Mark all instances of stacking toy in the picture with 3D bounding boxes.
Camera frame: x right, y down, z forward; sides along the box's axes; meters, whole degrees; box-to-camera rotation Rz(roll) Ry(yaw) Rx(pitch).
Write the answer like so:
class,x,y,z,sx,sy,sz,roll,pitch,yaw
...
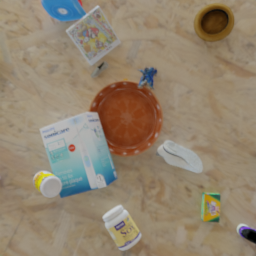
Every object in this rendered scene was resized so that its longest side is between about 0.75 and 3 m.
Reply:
class,x,y,z,sx,sy,sz,roll,pitch,yaw
stacking toy,-2.391,-5.717,11.073,1.445,1.528,2.632,1,76,19

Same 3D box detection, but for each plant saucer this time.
class,x,y,z,sx,sy,sz,roll,pitch,yaw
plant saucer,-0.104,-0.358,11.048,2.990,0.483,2.990,1,96,10

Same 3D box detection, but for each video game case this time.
class,x,y,z,sx,sy,sz,roll,pitch,yaw
video game case,-1.320,-3.557,10.971,1.550,0.195,1.703,-38,130,-1

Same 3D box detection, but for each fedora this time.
class,x,y,z,sx,sy,sz,roll,pitch,yaw
fedora,3.432,-4.179,11.312,1.613,0.658,1.613,0,92,6

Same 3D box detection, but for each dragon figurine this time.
class,x,y,z,sx,sy,sz,roll,pitch,yaw
dragon figurine,0.687,-1.976,10.659,0.590,2.004,0.997,-1,91,19

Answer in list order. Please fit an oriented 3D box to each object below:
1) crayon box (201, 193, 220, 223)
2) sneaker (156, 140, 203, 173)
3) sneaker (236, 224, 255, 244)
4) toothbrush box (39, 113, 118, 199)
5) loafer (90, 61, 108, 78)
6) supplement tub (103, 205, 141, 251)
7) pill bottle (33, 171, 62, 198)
class,x,y,z,sx,sy,sz,roll,pitch,yaw
crayon box,3.312,3.185,11.234,0.661,0.324,1.113,3,88,0
sneaker,2.067,1.245,11.145,1.957,0.748,0.788,32,128,-6
sneaker,5.158,4.348,10.935,1.657,0.824,0.576,18,88,-1
toothbrush box,-1.853,1.000,10.642,2.023,1.179,2.764,-17,87,17
loafer,-1.203,-2.371,11.362,0.872,0.304,0.305,-39,48,7
supplement tub,-0.258,3.845,10.836,1.026,1.026,1.412,-32,88,-1
pill bottle,-2.880,1.930,9.835,0.720,1.319,0.720,-3,95,-33
